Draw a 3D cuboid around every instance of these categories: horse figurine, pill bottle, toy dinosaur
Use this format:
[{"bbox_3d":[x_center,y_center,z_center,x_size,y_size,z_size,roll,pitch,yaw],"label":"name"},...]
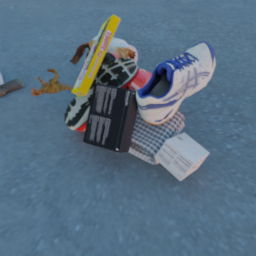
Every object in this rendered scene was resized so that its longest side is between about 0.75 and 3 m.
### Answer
[{"bbox_3d":[-0.789,-2.595,10.221,2.537,0.633,1.681,9,58,-18],"label":"horse figurine"},{"bbox_3d":[-0.627,-3.224,12.052,1.242,1.242,2.172,-26,37,-29],"label":"pill bottle"},{"bbox_3d":[-2.464,-1.452,9.620,2.068,1.098,0.625,-11,9,-42],"label":"toy dinosaur"}]

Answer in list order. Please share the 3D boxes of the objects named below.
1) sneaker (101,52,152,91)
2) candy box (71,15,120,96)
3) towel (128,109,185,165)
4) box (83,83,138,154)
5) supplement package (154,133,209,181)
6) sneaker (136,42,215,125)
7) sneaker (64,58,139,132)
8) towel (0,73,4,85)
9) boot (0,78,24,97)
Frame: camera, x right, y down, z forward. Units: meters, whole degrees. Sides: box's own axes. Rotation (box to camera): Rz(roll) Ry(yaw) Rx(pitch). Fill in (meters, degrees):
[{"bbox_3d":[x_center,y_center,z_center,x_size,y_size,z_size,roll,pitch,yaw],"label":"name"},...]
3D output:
[{"bbox_3d":[0.228,-1.612,9.614,1.022,2.772,1.202,-20,29,57],"label":"sneaker"},{"bbox_3d":[-0.917,-1.921,7.684,0.292,2.212,1.130,25,-4,-18],"label":"candy box"},{"bbox_3d":[0.416,-0.085,8.352,2.055,0.879,1.702,27,68,24],"label":"towel"},{"bbox_3d":[-0.433,-0.268,7.501,1.161,1.645,0.649,15,6,26],"label":"box"},{"bbox_3d":[1.450,0.733,7.482,0.928,0.661,1.192,41,27,21],"label":"supplement package"},{"bbox_3d":[1.337,-1.373,7.363,1.075,1.259,2.856,32,76,31],"label":"sneaker"},{"bbox_3d":[-0.746,-0.980,8.797,2.913,1.237,1.122,-41,57,15],"label":"sneaker"},{"bbox_3d":[-5.924,-1.899,11.658,1.358,0.219,1.297,-17,42,-19],"label":"towel"},{"bbox_3d":[-4.952,-1.742,11.277,1.014,0.405,1.116,35,55,12],"label":"boot"}]
